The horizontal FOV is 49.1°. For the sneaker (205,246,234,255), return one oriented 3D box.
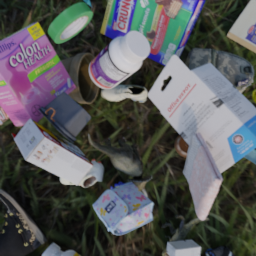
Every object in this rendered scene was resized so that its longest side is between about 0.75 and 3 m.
[{"bbox_3d":[2.850,4.815,9.626,1.829,0.668,1.023,-36,74,-18],"label":"sneaker"}]

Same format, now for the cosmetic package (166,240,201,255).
[{"bbox_3d":[1.889,4.177,9.585,1.022,0.576,0.414,6,93,-25],"label":"cosmetic package"}]

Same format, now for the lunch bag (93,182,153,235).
[{"bbox_3d":[-0.140,2.082,7.247,1.259,0.801,1.068,-17,31,-27],"label":"lunch bag"}]

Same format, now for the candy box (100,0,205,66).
[{"bbox_3d":[0.738,-3.812,9.400,2.861,2.419,1.102,31,38,14],"label":"candy box"}]

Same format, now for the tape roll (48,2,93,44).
[{"bbox_3d":[-1.750,-3.172,8.531,1.466,1.466,0.352,-39,97,-10],"label":"tape roll"}]

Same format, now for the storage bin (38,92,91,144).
[{"bbox_3d":[-1.751,-0.388,7.815,0.887,0.961,1.320,-47,58,-6],"label":"storage bin"}]

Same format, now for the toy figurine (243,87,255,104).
[{"bbox_3d":[3.954,-0.938,8.079,2.220,1.171,1.330,37,61,-36],"label":"toy figurine"}]

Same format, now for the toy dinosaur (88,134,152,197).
[{"bbox_3d":[-0.068,0.881,7.877,0.986,2.561,1.310,-36,36,1],"label":"toy dinosaur"}]

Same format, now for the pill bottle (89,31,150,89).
[{"bbox_3d":[-0.262,-1.944,8.088,1.067,1.916,1.067,12,68,-32],"label":"pill bottle"}]

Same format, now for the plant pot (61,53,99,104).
[{"bbox_3d":[-2.260,-1.936,11.043,1.685,1.942,1.942,4,73,19],"label":"plant pot"}]

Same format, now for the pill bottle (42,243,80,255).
[{"bbox_3d":[-1.806,4.952,9.162,2.459,1.377,1.377,33,77,9],"label":"pill bottle"}]

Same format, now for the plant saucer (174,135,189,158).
[{"bbox_3d":[2.343,0.660,11.011,1.022,0.187,1.022,0,73,0],"label":"plant saucer"}]

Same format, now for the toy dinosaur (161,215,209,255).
[{"bbox_3d":[1.820,3.633,9.998,2.135,0.507,0.941,-40,94,-9],"label":"toy dinosaur"}]

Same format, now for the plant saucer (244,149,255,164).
[{"bbox_3d":[4.495,0.862,10.972,1.457,0.138,0.510,33,74,10],"label":"plant saucer"}]

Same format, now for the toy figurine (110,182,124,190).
[{"bbox_3d":[-0.377,2.463,10.399,1.544,0.814,0.925,-3,46,-3],"label":"toy figurine"}]

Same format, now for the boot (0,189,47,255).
[{"bbox_3d":[-4.276,3.567,9.693,1.884,0.916,2.503,-41,85,-21],"label":"boot"}]

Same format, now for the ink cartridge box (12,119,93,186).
[{"bbox_3d":[-2.130,0.596,7.816,0.766,1.827,1.604,-52,43,-2],"label":"ink cartridge box"}]

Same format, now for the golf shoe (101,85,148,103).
[{"bbox_3d":[-0.163,-1.504,11.247,1.927,0.937,0.754,1,76,2],"label":"golf shoe"}]

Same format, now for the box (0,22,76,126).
[{"bbox_3d":[-3.062,-1.585,8.455,1.122,2.321,2.042,-5,35,39],"label":"box"}]

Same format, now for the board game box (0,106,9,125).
[{"bbox_3d":[-4.324,-0.476,8.931,0.872,0.529,1.093,19,51,31],"label":"board game box"}]

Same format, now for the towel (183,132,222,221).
[{"bbox_3d":[1.774,1.192,6.969,0.266,1.651,1.577,-4,43,-7],"label":"towel"}]

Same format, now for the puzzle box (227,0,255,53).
[{"bbox_3d":[5.967,-4.723,12.445,1.964,0.375,2.953,35,77,9],"label":"puzzle box"}]

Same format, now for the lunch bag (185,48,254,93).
[{"bbox_3d":[3.148,-1.633,10.388,2.192,2.613,1.821,6,74,4],"label":"lunch bag"}]

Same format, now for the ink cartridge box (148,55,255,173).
[{"bbox_3d":[2.052,-0.449,7.443,1.008,1.724,2.973,-26,70,-39],"label":"ink cartridge box"}]

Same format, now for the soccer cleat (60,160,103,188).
[{"bbox_3d":[-1.472,1.524,8.530,1.798,0.623,0.697,-25,56,33],"label":"soccer cleat"}]

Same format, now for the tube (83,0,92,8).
[{"bbox_3d":[-1.803,-4.755,8.876,0.575,2.282,0.883,-33,73,6],"label":"tube"}]
